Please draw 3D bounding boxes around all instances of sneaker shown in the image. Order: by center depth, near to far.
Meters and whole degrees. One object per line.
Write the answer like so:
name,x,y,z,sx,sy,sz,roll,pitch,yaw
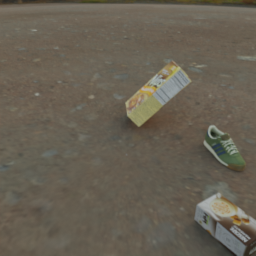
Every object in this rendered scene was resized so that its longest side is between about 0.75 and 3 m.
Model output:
sneaker,3.182,0.590,9.307,0.621,0.831,1.851,-12,33,-19

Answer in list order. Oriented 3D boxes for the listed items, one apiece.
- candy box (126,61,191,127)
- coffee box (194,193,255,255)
candy box,1.099,-1.376,11.075,2.645,0.731,1.527,-42,21,14
coffee box,2.401,2.308,6.664,0.819,0.571,1.432,-18,35,-28
